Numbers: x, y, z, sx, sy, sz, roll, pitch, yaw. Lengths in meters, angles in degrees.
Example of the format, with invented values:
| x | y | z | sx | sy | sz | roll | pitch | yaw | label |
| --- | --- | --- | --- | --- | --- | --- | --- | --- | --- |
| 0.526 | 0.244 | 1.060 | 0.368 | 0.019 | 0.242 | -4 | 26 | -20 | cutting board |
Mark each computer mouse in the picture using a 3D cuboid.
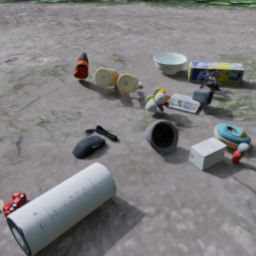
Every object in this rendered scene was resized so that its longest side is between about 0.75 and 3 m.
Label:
| x | y | z | sx | sy | sz | roll | pitch | yaw | label |
| --- | --- | --- | --- | --- | --- | --- | --- | --- | --- |
| -1.307 | 0.349 | 9.578 | 1.702 | 0.392 | 1.195 | -27 | 42 | -35 | computer mouse |

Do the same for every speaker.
| x | y | z | sx | sy | sz | roll | pitch | yaw | label |
| --- | --- | --- | --- | --- | --- | --- | --- | --- | --- |
| -1.480 | 1.839 | 6.725 | 1.021 | 1.021 | 2.514 | 27 | 42 | 35 | speaker |

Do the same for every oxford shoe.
| x | y | z | sx | sy | sz | roll | pitch | yaw | label |
| --- | --- | --- | --- | --- | --- | --- | --- | --- | --- |
| -2.170 | -2.884 | 13.350 | 0.707 | 1.986 | 0.720 | 9 | 75 | -16 | oxford shoe |

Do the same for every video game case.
| x | y | z | sx | sy | sz | roll | pitch | yaw | label |
| --- | --- | --- | --- | --- | --- | --- | --- | --- | --- |
| 2.386 | -1.032 | 11.901 | 1.276 | 0.147 | 1.163 | 17 | 38 | 23 | video game case |

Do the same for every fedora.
| x | y | z | sx | sy | sz | roll | pitch | yaw | label |
| --- | --- | --- | --- | --- | --- | --- | --- | --- | --- |
| 1.032 | 0.275 | 9.236 | 1.217 | 1.076 | 0.549 | 11 | -6 | -32 | fedora |

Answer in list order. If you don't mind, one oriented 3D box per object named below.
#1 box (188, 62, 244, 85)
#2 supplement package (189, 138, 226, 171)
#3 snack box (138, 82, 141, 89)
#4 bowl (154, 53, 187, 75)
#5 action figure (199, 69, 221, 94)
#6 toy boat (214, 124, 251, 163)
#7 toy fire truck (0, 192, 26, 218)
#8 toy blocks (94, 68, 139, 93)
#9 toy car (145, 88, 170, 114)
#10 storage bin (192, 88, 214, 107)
| x | y | z | sx | sy | sz | roll | pitch | yaw | label |
| --- | --- | --- | --- | --- | --- | --- | --- | --- | --- |
| 4.294 | -2.716 | 13.882 | 2.559 | 0.823 | 0.897 | 4 | 33 | 7 | box |
| 2.470 | 0.796 | 8.712 | 0.960 | 0.582 | 0.575 | -19 | 37 | -27 | supplement package |
| 0.093 | -2.096 | 13.513 | 1.030 | 0.125 | 0.370 | 8 | 45 | 11 | snack box |
| 2.196 | -3.327 | 14.852 | 1.738 | 0.781 | 1.738 | 1 | 33 | 0 | bowl |
| 3.727 | -1.970 | 12.698 | 0.854 | 0.733 | 1.437 | 17 | 53 | -12 | action figure |
| 3.502 | 0.412 | 9.068 | 1.280 | 0.708 | 1.523 | 15 | 38 | -6 | toy boat |
| -3.162 | 2.026 | 7.141 | 0.719 | 0.248 | 1.019 | 6 | 33 | 12 | toy fire truck |
| -0.365 | -2.149 | 12.782 | 1.862 | 0.811 | 2.234 | 16 | 12 | 8 | toy blocks |
| 1.197 | -0.991 | 11.044 | 0.800 | 1.067 | 0.934 | 40 | 21 | -19 | toy car |
| 3.053 | -1.326 | 11.452 | 0.645 | 0.699 | 0.961 | 20 | 19 | 25 | storage bin |
